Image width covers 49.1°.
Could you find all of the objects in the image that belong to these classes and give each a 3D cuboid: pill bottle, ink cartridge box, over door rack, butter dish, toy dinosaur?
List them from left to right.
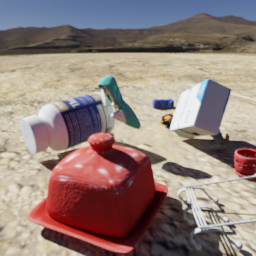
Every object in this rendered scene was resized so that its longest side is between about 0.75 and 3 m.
[{"bbox_3d":[-2.063,-0.152,9.759,2.957,1.641,1.641,-21,28,-35],"label":"pill bottle"},{"bbox_3d":[-0.588,1.077,6.433,2.660,1.972,2.668,10,22,23],"label":"butter dish"},{"bbox_3d":[2.528,-0.594,10.167,0.956,1.658,2.285,20,-8,-9],"label":"ink cartridge box"},{"bbox_3d":[3.576,0.200,11.120,1.057,0.612,1.165,34,23,27],"label":"toy dinosaur"},{"bbox_3d":[2.388,1.708,6.157,2.340,0.780,1.729,-20,18,7],"label":"over door rack"}]

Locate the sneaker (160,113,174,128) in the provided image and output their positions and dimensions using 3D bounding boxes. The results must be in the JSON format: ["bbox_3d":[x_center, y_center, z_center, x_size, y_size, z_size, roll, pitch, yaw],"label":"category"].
[{"bbox_3d":[1.774,-0.212,12.227,0.784,0.609,1.741,-8,16,11],"label":"sneaker"}]

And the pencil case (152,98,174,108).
[{"bbox_3d":[1.901,-1.363,15.376,1.245,0.541,0.486,-3,3,-12],"label":"pencil case"}]

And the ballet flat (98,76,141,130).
[{"bbox_3d":[-0.379,-0.718,9.290,0.729,2.072,0.698,-31,1,-19],"label":"ballet flat"}]

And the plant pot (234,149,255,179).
[{"bbox_3d":[3.542,1.073,8.307,0.786,0.716,0.786,0,21,0],"label":"plant pot"}]
